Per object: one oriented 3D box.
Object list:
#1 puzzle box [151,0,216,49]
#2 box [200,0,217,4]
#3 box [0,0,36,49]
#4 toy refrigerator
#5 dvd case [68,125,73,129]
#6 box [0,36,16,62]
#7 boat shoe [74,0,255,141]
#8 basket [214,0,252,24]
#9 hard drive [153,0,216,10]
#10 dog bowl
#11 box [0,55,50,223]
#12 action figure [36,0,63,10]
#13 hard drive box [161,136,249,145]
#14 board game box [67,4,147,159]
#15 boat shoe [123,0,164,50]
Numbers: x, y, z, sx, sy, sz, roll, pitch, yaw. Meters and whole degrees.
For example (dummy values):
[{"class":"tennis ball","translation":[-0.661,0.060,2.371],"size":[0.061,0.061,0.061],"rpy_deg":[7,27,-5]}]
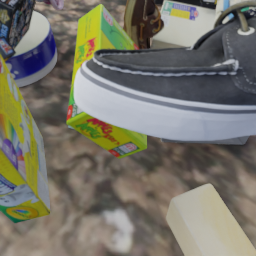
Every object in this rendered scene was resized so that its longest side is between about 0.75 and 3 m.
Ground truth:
[{"class":"puzzle box","translation":[1.547,-2.623,7.387],"size":[1.574,0.301,2.366],"rpy_deg":[13,47,4]},{"class":"box","translation":[2.317,-4.645,7.522],"size":[0.492,1.593,1.994],"rpy_deg":[6,57,4]},{"class":"box","translation":[-2.355,-2.286,5.823],"size":[0.366,1.475,1.464],"rpy_deg":[25,48,-14]},{"class":"toy refrigerator","translation":[1.649,2.295,4.575],"size":[0.898,0.974,2.566],"rpy_deg":[-18,53,-14]},{"class":"dvd case","translation":[-1.079,-0.254,7.179],"size":[0.603,0.091,0.827],"rpy_deg":[17,54,13]},{"class":"box","translation":[-3.115,-0.856,4.890],"size":[1.372,0.379,2.009],"rpy_deg":[-16,23,39]},{"class":"boat shoe","translation":[1.013,-0.472,2.061],"size":[2.758,0.914,0.964],"rpy_deg":[4,27,-5]},{"class":"basket","translation":[2.586,-1.545,4.917],"size":[2.129,1.877,1.481],"rpy_deg":[1,19,8]},{"class":"hard drive","translation":[2.163,-5.372,11.003],"size":[2.634,0.498,1.840],"rpy_deg":[12,52,8]},{"class":"dog bowl","translation":[-3.501,-2.412,8.298],"size":[2.616,1.030,2.616],"rpy_deg":[0,51,0]},{"class":"box","translation":[-1.824,0.042,3.902],"size":[0.694,2.867,1.682],"rpy_deg":[-13,53,-9]},{"class":"action figure","translation":[-1.337,-3.949,6.664],"size":[2.301,1.542,1.714],"rpy_deg":[-30,49,-26]},{"class":"hard drive box","translation":[1.830,-0.918,7.125],"size":[2.023,0.997,2.595],"rpy_deg":[2,51,0]},{"class":"board game box","translation":[-0.304,-0.837,4.735],"size":[0.572,1.221,2.403],"rpy_deg":[-23,49,26]},{"class":"boat shoe","translation":[0.372,-2.316,5.948],"size":[0.856,2.377,0.858],"rpy_deg":[14,61,-1]}]
